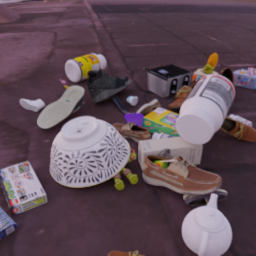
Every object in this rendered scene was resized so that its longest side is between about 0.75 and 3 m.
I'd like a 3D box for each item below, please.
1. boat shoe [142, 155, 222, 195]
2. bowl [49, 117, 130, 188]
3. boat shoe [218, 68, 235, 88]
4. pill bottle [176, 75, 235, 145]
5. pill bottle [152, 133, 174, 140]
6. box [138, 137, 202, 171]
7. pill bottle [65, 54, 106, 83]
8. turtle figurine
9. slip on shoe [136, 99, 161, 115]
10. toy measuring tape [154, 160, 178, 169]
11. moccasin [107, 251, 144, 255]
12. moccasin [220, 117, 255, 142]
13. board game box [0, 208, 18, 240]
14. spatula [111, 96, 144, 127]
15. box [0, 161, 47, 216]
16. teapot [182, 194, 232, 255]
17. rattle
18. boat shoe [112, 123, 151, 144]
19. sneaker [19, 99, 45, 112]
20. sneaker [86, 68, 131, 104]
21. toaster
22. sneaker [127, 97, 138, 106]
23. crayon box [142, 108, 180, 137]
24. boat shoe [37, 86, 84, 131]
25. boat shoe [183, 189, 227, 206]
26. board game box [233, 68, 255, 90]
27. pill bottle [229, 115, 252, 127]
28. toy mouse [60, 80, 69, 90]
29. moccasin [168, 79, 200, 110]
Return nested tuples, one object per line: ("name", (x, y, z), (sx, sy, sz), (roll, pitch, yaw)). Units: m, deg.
("boat shoe", (1.330, 1.178, 7.423), (2.213, 0.794, 0.838), (5, 21, 30))
("bowl", (-1.264, 0.438, 8.254), (2.510, 1.178, 2.510), (-8, 35, 6))
("boat shoe", (4.114, -1.750, 12.256), (0.990, 0.989, 2.813), (23, 41, 2))
("pill bottle", (2.354, -0.588, 8.560), (1.296, 1.296, 2.236), (17, 44, 25))
("pill bottle", (1.246, 0.458, 9.311), (0.867, 0.481, 0.481), (18, 36, 28))
("box", (1.261, 0.765, 8.552), (1.849, 0.760, 0.632), (-7, 31, -8))
("pill bottle", (-2.183, -3.230, 14.805), (1.158, 1.158, 2.121), (24, 38, 34))
("turtle figurine", (-0.393, 1.179, 8.065), (1.661, 0.535, 1.339), (-9, 37, -25))
("slip on shoe", (0.829, -0.737, 11.401), (1.276, 0.485, 0.387), (-31, 75, -37))
("toy measuring tape", (0.997, 1.054, 7.523), (0.371, 0.371, 1.009), (-22, 2, -32))
("moccasin", (0.202, 2.717, 5.517), (1.323, 0.511, 0.484), (15, 34, 23))
("moccasin", (3.685, -0.015, 9.655), (1.685, 0.616, 0.650), (34, 16, 10))
("board game box", (-3.385, 2.244, 6.456), (1.159, 0.358, 1.160), (25, 39, 34))
("spatula", (-0.091, -0.689, 11.380), (0.828, 0.301, 2.930), (-5, 29, -26))
("box", (-2.920, 1.574, 7.635), (0.916, 0.289, 1.665), (-17, 35, -27))
("teapot", (1.730, 2.159, 6.119), (1.150, 0.851, 1.165), (-12, 34, -18))
("rattle", (3.979, -3.075, 14.570), (1.743, 1.245, 1.135), (-11, 52, -29))
("boat shoe", (0.110, 0.061, 9.885), (1.579, 0.567, 0.598), (17, 35, 26))
("sneaker", (-4.057, -1.025, 11.938), (1.033, 0.381, 0.597), (23, 35, 17))
("sneaker", (-0.896, -2.156, 12.665), (0.968, 1.451, 2.533), (-17, 12, 47))
("toaster", (1.887, -2.291, 13.329), (1.623, 1.065, 1.795), (-19, 36, -29))
("sneaker", (0.124, -1.149, 12.013), (0.422, 0.381, 1.029), (0, 6, 13))
("crayon box", (1.541, -0.071, 10.098), (1.795, 0.523, 1.066), (24, 38, 31))
("boat shoe", (-2.521, -0.642, 10.904), (0.903, 0.850, 2.514), (26, 48, 12))
("boat shoe", (1.988, 1.826, 7.153), (1.113, 0.400, 0.361), (-4, 37, 1))
("board game box", (6.221, -2.560, 14.196), (2.042, 0.630, 2.043), (11, 33, 16))
("pill bottle", (4.110, -0.167, 10.385), (0.448, 0.448, 0.791), (-20, 36, -30))
("toy mouse", (-2.876, -1.922, 13.068), (0.185, 0.958, 0.852), (-38, 25, -6))
("moccasin", (2.490, -1.428, 11.795), (2.121, 0.819, 0.776), (-33, 11, -19))
